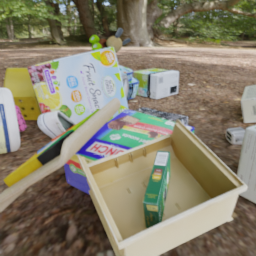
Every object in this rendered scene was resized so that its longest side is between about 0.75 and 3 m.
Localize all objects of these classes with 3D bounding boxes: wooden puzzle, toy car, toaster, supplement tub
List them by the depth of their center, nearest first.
[{"bbox_3d":[-1.478,0.458,5.770,2.612,0.486,2.417,-36,8,30],"label":"wooden puzzle"},{"bbox_3d":[-4.591,-0.056,7.889,2.672,1.937,1.937,-10,23,-24],"label":"supplement tub"},{"bbox_3d":[3.556,0.254,9.195,0.515,0.453,0.797,-3,24,-2],"label":"toaster"},{"bbox_3d":[-0.816,-4.304,14.316,1.756,1.443,1.386,-33,50,18],"label":"toy car"}]

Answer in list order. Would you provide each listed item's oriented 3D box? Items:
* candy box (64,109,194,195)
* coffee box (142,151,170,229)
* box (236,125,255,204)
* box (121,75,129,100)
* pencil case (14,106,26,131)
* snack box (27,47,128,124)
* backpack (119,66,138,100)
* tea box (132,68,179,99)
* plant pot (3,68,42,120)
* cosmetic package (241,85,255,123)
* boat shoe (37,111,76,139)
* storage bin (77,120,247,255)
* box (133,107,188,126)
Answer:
[{"bbox_3d":[0.073,0.650,6.726,2.136,0.973,2.526,17,38,32],"label":"candy box"},{"bbox_3d":[0.488,0.981,4.545,0.246,0.689,1.121,5,41,16],"label":"coffee box"},{"bbox_3d":[3.449,0.779,6.029,1.648,1.656,1.419,-14,26,-34],"label":"box"},{"bbox_3d":[-1.345,-1.307,11.703,2.604,0.629,2.063,-5,38,13],"label":"box"},{"bbox_3d":[-3.893,-0.321,9.728,0.457,0.977,0.443,-5,42,0],"label":"pencil case"},{"bbox_3d":[-1.611,-1.269,9.648,2.884,2.432,0.976,-15,18,-2],"label":"snack box"},{"bbox_3d":[-0.629,-2.224,13.951,2.165,1.739,2.366,22,21,24],"label":"backpack"},{"bbox_3d":[1.457,-2.467,15.340,1.877,1.274,1.907,17,26,41],"label":"tea box"},{"bbox_3d":[-4.118,-1.270,11.523,1.786,1.786,1.575,1,44,0],"label":"plant pot"},{"bbox_3d":[5.587,-1.111,11.704,1.420,1.003,2.744,-6,15,29],"label":"cosmetic package"},{"bbox_3d":[-1.532,0.207,7.520,0.650,1.948,0.716,-17,57,23],"label":"boat shoe"},{"bbox_3d":[0.407,0.913,4.570,1.948,0.913,1.934,-19,42,-16],"label":"storage bin"},{"bbox_3d":[0.866,-0.189,10.266,2.098,0.522,1.655,15,26,37],"label":"box"}]
